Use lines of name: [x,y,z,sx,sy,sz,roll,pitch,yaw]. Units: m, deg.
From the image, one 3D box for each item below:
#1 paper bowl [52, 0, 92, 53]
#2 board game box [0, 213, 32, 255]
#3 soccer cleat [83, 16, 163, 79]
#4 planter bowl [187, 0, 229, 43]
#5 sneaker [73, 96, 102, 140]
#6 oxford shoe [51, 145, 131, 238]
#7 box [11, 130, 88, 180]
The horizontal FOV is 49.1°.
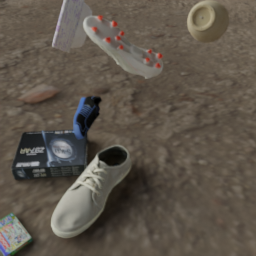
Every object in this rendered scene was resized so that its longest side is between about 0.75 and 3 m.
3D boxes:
paper bowl: [-2.043,-3.858,10.405,1.092,2.099,2.099,16,34,-18]
board game box: [-2.687,2.417,6.342,0.623,0.135,0.926,-31,48,-34]
soccer cleat: [-0.165,-1.873,6.894,2.226,0.863,0.771,28,61,-18]
planter bowl: [1.865,-2.607,6.779,0.998,0.998,0.672,21,19,25]
sneaker: [-0.662,-0.202,4.667,0.343,0.309,0.881,-8,52,16]
oxford shoe: [-0.867,1.417,7.064,1.102,0.846,2.930,23,46,22]
box: [-2.217,0.730,8.253,2.007,0.437,1.608,-3,38,-3]
